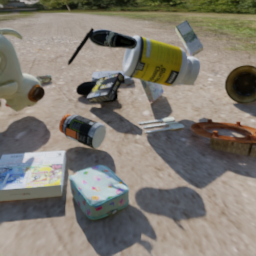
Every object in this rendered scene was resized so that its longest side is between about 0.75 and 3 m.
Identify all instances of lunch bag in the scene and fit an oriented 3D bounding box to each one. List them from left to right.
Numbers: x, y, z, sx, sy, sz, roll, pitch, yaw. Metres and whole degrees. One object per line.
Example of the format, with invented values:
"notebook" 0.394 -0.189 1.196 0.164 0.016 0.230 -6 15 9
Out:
"lunch bag" -0.588 1.316 5.885 1.014 0.487 1.264 -14 31 -31

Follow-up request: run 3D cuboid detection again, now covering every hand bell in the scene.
"hand bell" 5.028 -1.902 11.739 1.461 1.461 2.807 14 18 25

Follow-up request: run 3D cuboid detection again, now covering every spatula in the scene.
"spatula" 1.052 -0.100 9.054 1.302 0.105 0.905 -8 29 -15

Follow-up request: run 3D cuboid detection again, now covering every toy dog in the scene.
"toy dog" -3.987 -1.656 9.153 1.782 2.555 2.477 4 54 41

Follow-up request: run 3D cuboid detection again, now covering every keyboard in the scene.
"keyboard" -1.361 -2.373 8.136 0.129 1.249 0.794 34 -7 -13

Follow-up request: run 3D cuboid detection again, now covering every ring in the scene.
"ring" 2.909 0.034 8.188 2.119 0.203 2.119 2 14 -1

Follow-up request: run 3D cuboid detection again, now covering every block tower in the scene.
"block tower" 2.902 0.459 7.691 1.305 0.352 0.377 12 29 23

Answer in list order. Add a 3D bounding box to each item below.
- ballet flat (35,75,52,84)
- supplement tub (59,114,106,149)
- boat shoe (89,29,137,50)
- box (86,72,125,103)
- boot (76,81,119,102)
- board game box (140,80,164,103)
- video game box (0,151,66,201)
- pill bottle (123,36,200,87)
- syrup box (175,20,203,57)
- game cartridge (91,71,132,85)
"ballet flat" -3.969 -2.222 12.919 1.045 0.395 0.334 -28 62 -36
"supplement tub" -1.277 0.062 7.780 1.181 0.724 0.724 21 33 21
"boat shoe" -0.479 -2.661 8.516 1.507 0.556 0.515 16 15 1
"box" -0.837 -1.446 10.241 1.322 0.325 1.066 -1 56 49
"boot" -1.207 -1.403 11.159 1.518 0.562 1.244 -12 35 -19
"board game box" 0.925 -1.710 11.026 0.248 1.139 1.144 -17 14 34
"video game box" -2.270 1.072 6.497 1.559 0.365 1.420 -3 25 -6
"pill bottle" 1.169 -2.227 9.782 2.495 1.398 1.398 10 24 -17
"syrup box" 2.076 -3.023 9.528 0.441 1.119 0.456 -30 -6 8
"game cartridge" -0.753 -2.375 13.215 1.859 0.386 1.238 -1 23 -2
